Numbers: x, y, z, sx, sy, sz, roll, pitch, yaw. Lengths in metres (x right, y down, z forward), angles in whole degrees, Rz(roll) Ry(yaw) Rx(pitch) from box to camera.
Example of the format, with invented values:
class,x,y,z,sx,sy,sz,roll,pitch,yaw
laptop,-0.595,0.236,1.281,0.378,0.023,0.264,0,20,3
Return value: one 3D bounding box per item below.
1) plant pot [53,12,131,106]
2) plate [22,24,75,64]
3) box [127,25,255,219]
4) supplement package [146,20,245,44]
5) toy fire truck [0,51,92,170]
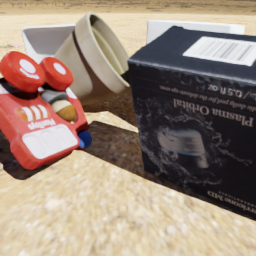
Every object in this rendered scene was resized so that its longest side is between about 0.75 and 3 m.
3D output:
class,x,y,z,sx,sy,sz,roll,pitch,yaw
plant pot,-1.290,-1.791,8.749,2.277,2.625,2.625,-30,19,20
plate,-2.361,-2.789,10.509,2.811,2.805,0.454,-11,58,-17
box,1.618,-0.142,4.991,2.643,2.688,1.578,19,47,33
supplement package,1.742,-1.446,7.628,2.034,2.680,2.019,15,24,27
toy fire truck,-1.941,-0.328,6.471,2.329,1.555,2.773,53,23,7
